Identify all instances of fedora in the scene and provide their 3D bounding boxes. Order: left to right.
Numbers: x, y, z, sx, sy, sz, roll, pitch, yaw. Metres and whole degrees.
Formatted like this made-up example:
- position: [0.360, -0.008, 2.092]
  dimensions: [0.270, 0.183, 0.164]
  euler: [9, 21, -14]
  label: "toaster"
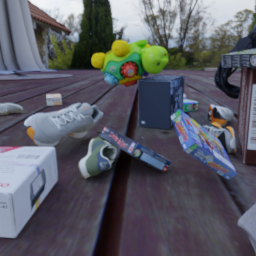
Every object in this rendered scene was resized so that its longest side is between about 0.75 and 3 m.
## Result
- position: [1.815, 1.381, 3.646]
  dimensions: [0.546, 1.069, 1.209]
  euler: [-31, -7, 9]
  label: "fedora"

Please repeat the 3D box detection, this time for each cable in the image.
- position: [3.900, -1.959, 8.625]
  dimensions: [2.181, 2.673, 0.679]
  euler: [-2, 49, -21]
  label: "cable"

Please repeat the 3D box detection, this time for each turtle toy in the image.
- position: [0.154, -2.295, 10.044]
  dimensions: [2.756, 1.393, 2.009]
  euler: [-18, -2, 39]
  label: "turtle toy"

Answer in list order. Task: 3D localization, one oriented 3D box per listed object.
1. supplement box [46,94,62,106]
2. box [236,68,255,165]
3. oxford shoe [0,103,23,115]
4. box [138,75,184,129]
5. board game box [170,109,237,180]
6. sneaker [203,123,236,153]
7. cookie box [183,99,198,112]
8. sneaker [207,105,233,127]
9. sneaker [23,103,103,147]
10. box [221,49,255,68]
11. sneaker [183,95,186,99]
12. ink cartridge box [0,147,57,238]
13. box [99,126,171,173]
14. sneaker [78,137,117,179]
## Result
- position: [-3.964, -1.510, 14.948]
  dimensions: [0.753, 0.439, 1.194]
  euler: [-5, 16, -16]
  label: "supplement box"
- position: [4.267, -0.529, 7.419]
  dimensions: [2.369, 2.393, 2.884]
  euler: [3, 17, 18]
  label: "box"
- position: [-5.496, -0.767, 12.231]
  dimensions: [1.672, 0.629, 0.483]
  euler: [2, 54, -21]
  label: "oxford shoe"
- position: [1.332, -1.088, 10.869]
  dimensions: [1.250, 1.733, 2.335]
  euler: [6, 17, 22]
  label: "box"
- position: [1.538, 0.346, 5.691]
  dimensions: [1.489, 0.256, 1.008]
  euler: [33, 29, -31]
  label: "board game box"
- position: [2.446, 0.310, 7.881]
  dimensions: [0.706, 0.715, 1.827]
  euler: [-9, 9, -5]
  label: "sneaker"
- position: [2.583, -1.058, 13.299]
  dimensions: [1.120, 0.421, 0.958]
  euler: [-10, 20, -31]
  label: "cookie box"
- position: [3.643, -0.489, 10.710]
  dimensions: [0.896, 0.737, 1.948]
  euler: [6, 17, 5]
  label: "sneaker"
- position: [-1.656, -0.254, 7.689]
  dimensions: [1.215, 1.000, 2.641]
  euler: [-36, -6, 23]
  label: "sneaker"
- position: [3.037, -1.593, 6.304]
  dimensions: [1.139, 0.315, 1.422]
  euler: [-16, 18, -25]
  label: "box"
- position: [1.918, -1.761, 15.041]
  dimensions: [1.470, 1.152, 2.958]
  euler: [-1, 23, -30]
  label: "sneaker"
- position: [-2.214, 0.989, 4.925]
  dimensions: [1.395, 0.809, 1.890]
  euler: [1, 17, 5]
  label: "ink cartridge box"
- position: [0.125, 0.486, 6.722]
  dimensions: [1.100, 0.304, 1.611]
  euler: [30, -3, -33]
  label: "box"
- position: [-0.568, 0.605, 6.524]
  dimensions: [0.732, 0.547, 1.631]
  euler: [-18, 17, 14]
  label: "sneaker"
